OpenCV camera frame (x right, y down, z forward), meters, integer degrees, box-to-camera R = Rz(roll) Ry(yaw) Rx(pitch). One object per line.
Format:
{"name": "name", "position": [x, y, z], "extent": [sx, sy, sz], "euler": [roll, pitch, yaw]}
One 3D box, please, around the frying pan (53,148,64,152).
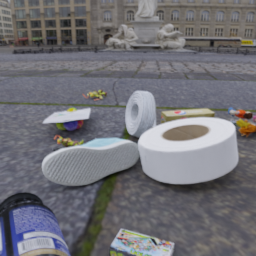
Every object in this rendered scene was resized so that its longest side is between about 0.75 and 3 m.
{"name": "frying pan", "position": [-1.772, 0.708, 8.925], "extent": [1.391, 0.226, 0.841], "euler": [-1, -1, 26]}

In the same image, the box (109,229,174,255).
{"name": "box", "position": [0.251, 2.232, 5.128], "extent": [1.065, 0.185, 0.586], "euler": [8, 21, 20]}

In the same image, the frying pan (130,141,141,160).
{"name": "frying pan", "position": [0.241, 0.716, 9.151], "extent": [1.095, 0.178, 0.662], "euler": [19, 49, 43]}

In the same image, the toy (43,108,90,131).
{"name": "toy", "position": [-2.360, -0.290, 11.437], "extent": [1.630, 0.668, 2.831], "euler": [-7, 15, -5]}

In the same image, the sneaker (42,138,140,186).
{"name": "sneaker", "position": [-1.101, 0.882, 7.853], "extent": [2.851, 1.054, 1.168], "euler": [-4, 8, -36]}

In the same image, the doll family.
{"name": "doll family", "position": [4.862, -0.052, 10.807], "extent": [2.125, 0.958, 1.319], "euler": [12, 8, -19]}

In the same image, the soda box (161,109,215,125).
{"name": "soda box", "position": [2.456, -0.336, 11.577], "extent": [2.104, 0.674, 0.713], "euler": [-5, 20, -12]}

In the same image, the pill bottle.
{"name": "pill bottle", "position": [-1.627, 1.930, 4.535], "extent": [1.146, 1.146, 2.050], "euler": [-9, 22, -24]}

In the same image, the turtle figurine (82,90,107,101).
{"name": "turtle figurine", "position": [-1.900, -1.996, 16.518], "extent": [1.447, 0.466, 1.167], "euler": [15, 24, 36]}

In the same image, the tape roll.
{"name": "tape roll", "position": [1.666, 0.545, 7.947], "extent": [2.688, 0.940, 2.688], "euler": [-11, 17, 3]}

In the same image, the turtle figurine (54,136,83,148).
{"name": "turtle figurine", "position": [-2.043, 0.511, 9.569], "extent": [0.935, 0.373, 1.159], "euler": [9, -5, 3]}

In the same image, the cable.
{"name": "cable", "position": [0.418, -0.510, 10.490], "extent": [0.603, 1.740, 1.741], "euler": [7, -12, -24]}
